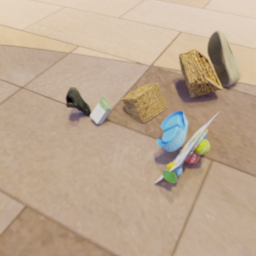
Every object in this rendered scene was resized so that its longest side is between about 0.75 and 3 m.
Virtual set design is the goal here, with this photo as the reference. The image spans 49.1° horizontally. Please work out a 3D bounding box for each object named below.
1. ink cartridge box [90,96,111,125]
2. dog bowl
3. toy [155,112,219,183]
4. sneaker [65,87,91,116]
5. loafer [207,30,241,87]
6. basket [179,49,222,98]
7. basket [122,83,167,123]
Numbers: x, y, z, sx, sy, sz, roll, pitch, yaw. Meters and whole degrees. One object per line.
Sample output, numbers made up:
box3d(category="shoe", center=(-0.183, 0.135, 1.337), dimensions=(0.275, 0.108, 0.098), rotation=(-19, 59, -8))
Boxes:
box3d(category="ink cartridge box", center=(-0.990, -0.670, 10.738), dimensions=(0.521, 1.003, 0.298), rotation=(47, 23, 29))
box3d(category="dog bowl", center=(1.520, 0.127, 9.349), dimensions=(0.951, 0.423, 1.706), rotation=(-29, 24, 35))
box3d(category="toy", center=(2.092, 0.775, 9.001), dimensions=(0.655, 1.597, 2.773), rotation=(45, 55, 8))
box3d(category="sneaker", center=(-1.961, -0.845, 10.792), dimensions=(0.511, 1.336, 0.765), rotation=(-8, 40, 31))
box3d(category="loafer", center=(4.409, -3.156, 12.838), dimensions=(0.915, 1.014, 2.679), rotation=(-6, 80, -27))
box3d(category="basket", center=(3.019, -2.430, 11.731), dimensions=(1.390, 1.331, 1.865), rotation=(-15, 57, 8))
box3d(category="basket", center=(0.626, -0.997, 11.450), dimensions=(1.532, 1.141, 1.093), rotation=(-35, 22, -30))
